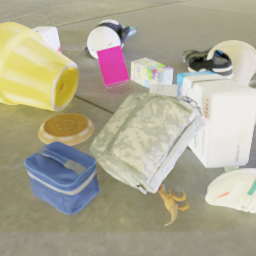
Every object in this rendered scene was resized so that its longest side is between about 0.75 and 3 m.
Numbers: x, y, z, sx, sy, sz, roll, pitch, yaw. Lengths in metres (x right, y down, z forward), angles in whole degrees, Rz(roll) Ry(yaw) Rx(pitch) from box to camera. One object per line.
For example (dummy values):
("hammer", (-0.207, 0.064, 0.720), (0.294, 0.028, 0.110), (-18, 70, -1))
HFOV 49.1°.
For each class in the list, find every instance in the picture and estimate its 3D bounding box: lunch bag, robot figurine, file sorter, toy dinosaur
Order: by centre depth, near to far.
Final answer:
("toy dinosaur", (0.998, 1.718, 6.149), (0.672, 0.382, 1.266), (-16, 25, -1))
("lunch bag", (0.483, 0.290, 6.256), (2.148, 1.496, 1.801), (-52, 35, -15))
("lunch bag", (-1.543, 1.010, 6.444), (1.652, 1.093, 1.122), (20, 38, 26))
("file sorter", (-0.599, -2.327, 10.882), (0.935, 1.346, 0.844), (-15, -2, -2))
("robot figurine", (-1.037, -4.433, 14.136), (1.673, 2.014, 2.681), (26, 34, -7))

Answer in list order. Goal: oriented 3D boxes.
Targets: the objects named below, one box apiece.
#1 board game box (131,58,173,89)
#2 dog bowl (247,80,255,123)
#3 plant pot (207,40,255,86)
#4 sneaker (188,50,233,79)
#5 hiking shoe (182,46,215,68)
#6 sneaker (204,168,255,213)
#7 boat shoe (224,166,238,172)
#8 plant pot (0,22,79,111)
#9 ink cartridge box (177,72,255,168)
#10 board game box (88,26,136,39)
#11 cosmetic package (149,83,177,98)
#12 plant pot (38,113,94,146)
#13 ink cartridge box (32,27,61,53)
("board game box", (0.942, -2.197, 11.477), (0.822, 0.837, 1.597), (-25, 40, -32))
("dog bowl", (5.035, -0.802, 9.483), (2.522, 0.739, 2.522), (0, 34, 0))
("plant pot", (3.455, -1.780, 9.620), (1.774, 1.774, 1.624), (13, 53, 19))
("sneaker", (2.565, -2.086, 8.764), (1.495, 0.836, 0.546), (21, 53, 36))
("hiking shoe", (3.811, -3.106, 12.954), (2.454, 0.929, 1.236), (-8, 42, 4))
("sneaker", (2.883, 1.505, 5.939), (2.379, 0.837, 1.112), (-4, 40, -3))
("boat shoe", (2.622, 1.057, 7.075), (0.345, 0.389, 1.040), (35, 19, -25))
("plant pot", (-3.194, -1.835, 9.526), (2.535, 2.695, 2.695), (25, 39, 11))
("ink cartridge box", (2.128, -0.354, 7.371), (1.068, 1.849, 2.533), (-3, 20, -6))
("board game box", (-0.911, -5.820, 17.291), (1.910, 0.398, 2.823), (14, 36, 20))
("cosmetic package", (1.477, -0.866, 9.777), (1.570, 0.538, 2.082), (7, 34, 5))
("plant pot", (-1.942, -0.031, 8.788), (1.727, 0.237, 1.727), (-1, 34, 0))
("ink cartridge box", (-4.039, -3.311, 12.321), (1.006, 1.734, 2.350), (10, 36, 20))
